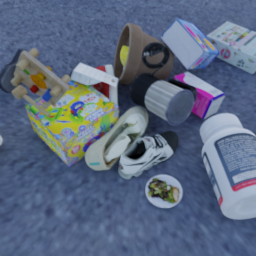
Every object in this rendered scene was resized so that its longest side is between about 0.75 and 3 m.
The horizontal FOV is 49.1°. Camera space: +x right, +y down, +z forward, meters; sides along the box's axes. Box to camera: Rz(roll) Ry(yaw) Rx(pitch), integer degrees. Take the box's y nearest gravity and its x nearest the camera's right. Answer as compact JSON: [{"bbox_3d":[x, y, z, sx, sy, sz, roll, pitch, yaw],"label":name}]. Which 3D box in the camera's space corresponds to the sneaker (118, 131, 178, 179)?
[{"bbox_3d":[0.665,0.575,7.930,2.152,0.952,0.797,-32,55,-27],"label":"sneaker"}]

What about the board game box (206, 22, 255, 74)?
[{"bbox_3d":[4.553,-3.352,11.485,2.330,0.749,1.719,36,57,26],"label":"board game box"}]

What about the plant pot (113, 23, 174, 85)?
[{"bbox_3d":[0.599,-2.510,10.145,1.836,2.106,2.106,7,47,-18],"label":"plant pot"}]

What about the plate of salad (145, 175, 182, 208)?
[{"bbox_3d":[0.947,1.646,7.429,0.986,0.237,0.986,-2,50,2],"label":"plate of salad"}]

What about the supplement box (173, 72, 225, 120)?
[{"bbox_3d":[2.251,-1.113,9.374,0.802,0.819,1.585,-24,53,-38],"label":"supplement box"}]

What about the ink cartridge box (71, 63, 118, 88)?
[{"bbox_3d":[-1.023,-1.555,8.832,1.367,0.323,1.095,21,23,-8],"label":"ink cartridge box"}]

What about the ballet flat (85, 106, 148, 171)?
[{"bbox_3d":[-0.077,0.235,8.125,0.948,0.948,2.729,29,56,23],"label":"ballet flat"}]

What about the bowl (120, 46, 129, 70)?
[{"bbox_3d":[0.213,-2.285,10.106,1.341,1.341,0.722,31,93,24],"label":"bowl"}]

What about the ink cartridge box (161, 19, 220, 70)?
[{"bbox_3d":[2.402,-3.050,10.371,1.597,0.894,2.341,53,31,10],"label":"ink cartridge box"}]

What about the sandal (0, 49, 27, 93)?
[{"bbox_3d":[-4.241,-2.064,10.329,0.521,0.926,2.435,-3,39,4],"label":"sandal"}]

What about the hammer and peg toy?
[{"bbox_3d":[-2.263,-1.076,7.139,1.361,1.850,0.652,39,61,-13],"label":"hammer and peg toy"}]

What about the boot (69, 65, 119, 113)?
[{"bbox_3d":[-1.265,-1.242,9.573,1.796,0.901,2.489,-9,42,-7],"label":"boot"}]

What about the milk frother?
[{"bbox_3d":[1.059,-1.338,8.250,1.663,1.843,1.733,-39,44,-16],"label":"milk frother"}]

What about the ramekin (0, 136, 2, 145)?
[{"bbox_3d":[-4.611,0.233,7.755,1.904,0.928,1.904,-6,25,3],"label":"ramekin"}]

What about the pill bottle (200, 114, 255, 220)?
[{"bbox_3d":[2.778,0.889,7.261,1.501,1.501,2.510,-5,49,-5],"label":"pill bottle"}]

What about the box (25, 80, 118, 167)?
[{"bbox_3d":[-1.629,-0.255,8.456,1.971,1.202,1.898,-35,58,-28],"label":"box"}]
